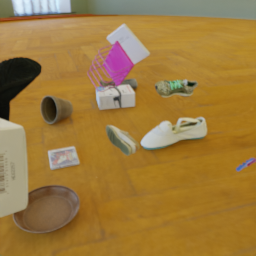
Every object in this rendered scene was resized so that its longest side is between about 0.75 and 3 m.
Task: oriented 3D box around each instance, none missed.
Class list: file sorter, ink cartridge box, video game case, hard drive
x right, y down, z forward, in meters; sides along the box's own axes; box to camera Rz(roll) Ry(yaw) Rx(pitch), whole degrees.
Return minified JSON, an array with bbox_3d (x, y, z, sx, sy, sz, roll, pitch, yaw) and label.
[{"bbox_3d":[-0.697,-2.101,9.969,0.952,1.517,1.055,-31,84,-30],"label":"file sorter"},{"bbox_3d":[-0.657,-1.576,14.207,1.800,0.758,1.302,-6,30,-11],"label":"ink cartridge box"},{"bbox_3d":[-2.352,1.072,10.152,0.985,0.124,1.081,-10,31,-16],"label":"video game case"},{"bbox_3d":[0.007,-3.247,11.082,0.996,1.510,0.198,-22,35,41],"label":"hard drive"}]

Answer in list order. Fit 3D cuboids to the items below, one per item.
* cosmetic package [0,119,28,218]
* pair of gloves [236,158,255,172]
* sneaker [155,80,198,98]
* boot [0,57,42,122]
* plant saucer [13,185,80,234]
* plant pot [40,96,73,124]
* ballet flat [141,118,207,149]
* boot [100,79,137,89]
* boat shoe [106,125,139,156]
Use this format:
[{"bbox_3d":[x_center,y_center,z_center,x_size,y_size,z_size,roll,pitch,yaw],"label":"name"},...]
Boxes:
[{"bbox_3d":[-3.005,0.479,5.134,1.082,1.486,2.923,-8,16,-44],"label":"cosmetic package"},{"bbox_3d":[3.115,0.717,6.699,1.136,0.913,0.129,-35,76,5],"label":"pair of gloves"},{"bbox_3d":[1.446,-1.264,8.238,1.420,0.629,0.546,-6,71,-27],"label":"sneaker"},{"bbox_3d":[-3.179,-0.704,7.140,0.803,1.767,2.102,36,47,7],"label":"boot"},{"bbox_3d":[-2.233,2.289,7.787,1.784,0.326,1.784,-1,30,0],"label":"plant saucer"},{"bbox_3d":[-3.155,-0.854,12.679,1.254,1.254,1.088,22,20,34],"label":"plant pot"},{"bbox_3d":[1.827,0.091,11.072,2.861,0.993,0.993,-10,31,-17],"label":"ballet flat"},{"bbox_3d":[-0.515,-2.278,15.650,2.093,0.759,1.903,3,31,-9],"label":"boot"},{"bbox_3d":[-0.115,0.210,5.234,0.280,0.306,0.818,-19,47,-32],"label":"boat shoe"}]
